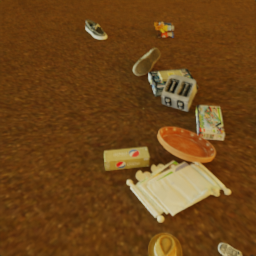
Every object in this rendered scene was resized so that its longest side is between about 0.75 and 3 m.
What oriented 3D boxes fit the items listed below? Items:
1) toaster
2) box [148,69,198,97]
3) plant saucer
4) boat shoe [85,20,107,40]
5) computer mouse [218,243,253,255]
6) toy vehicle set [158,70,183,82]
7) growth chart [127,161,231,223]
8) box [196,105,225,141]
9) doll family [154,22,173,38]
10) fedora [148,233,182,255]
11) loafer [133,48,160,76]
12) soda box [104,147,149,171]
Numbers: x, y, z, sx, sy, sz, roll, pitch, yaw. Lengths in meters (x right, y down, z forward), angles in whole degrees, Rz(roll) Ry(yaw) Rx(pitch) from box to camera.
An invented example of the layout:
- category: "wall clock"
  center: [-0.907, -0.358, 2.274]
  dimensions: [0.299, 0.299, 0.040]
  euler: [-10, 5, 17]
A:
- category: "toaster"
  center: [1.909, -1.324, 10.337]
  dimensions: [1.072, 0.704, 1.186]
  euler: [20, 74, 20]
- category: "box"
  center: [1.810, -1.888, 11.532]
  dimensions: [1.728, 0.397, 1.373]
  euler: [-6, 41, -7]
- category: "plant saucer"
  center: [1.729, 0.515, 8.445]
  dimensions: [1.785, 0.288, 1.785]
  euler: [15, 24, -7]
- category: "boat shoe"
  center: [-1.816, -5.435, 15.463]
  dimensions: [0.622, 0.560, 1.759]
  euler: [-32, 56, -27]
- category: "computer mouse"
  center: [2.377, 2.850, 6.236]
  dimensions: [0.789, 0.173, 0.433]
  euler: [25, 51, 18]
- category: "toy vehicle set"
  center: [1.746, -2.122, 11.391]
  dimensions: [0.926, 0.123, 0.575]
  euler: [-5, 41, -5]
- category: "growth chart"
  center: [1.323, 1.559, 7.689]
  dimensions: [2.402, 0.213, 1.738]
  euler: [-17, 43, -19]
- category: "box"
  center: [2.806, -0.205, 9.688]
  dimensions: [0.846, 0.267, 1.537]
  euler: [5, 41, 6]
- category: "doll family"
  center: [1.979, -5.642, 15.632]
  dimensions: [1.011, 0.734, 1.629]
  euler: [1, 41, 1]
- category: "fedora"
  center: [0.840, 2.695, 6.276]
  dimensions: [0.824, 0.336, 0.824]
  euler: [0, 41, 0]
- category: "loafer"
  center: [0.793, -2.877, 12.523]
  dimensions: [1.722, 0.652, 0.588]
  euler: [-46, 14, -24]
- category: "soda box"
  center: [-0.049, 0.912, 8.280]
  dimensions: [1.306, 0.418, 0.442]
  euler: [-4, 41, -6]
